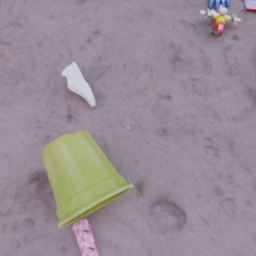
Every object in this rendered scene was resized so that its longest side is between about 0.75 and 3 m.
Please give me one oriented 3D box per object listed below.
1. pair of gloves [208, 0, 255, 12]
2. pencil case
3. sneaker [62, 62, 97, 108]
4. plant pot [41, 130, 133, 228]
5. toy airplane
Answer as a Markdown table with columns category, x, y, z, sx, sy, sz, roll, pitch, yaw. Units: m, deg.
| category | x | y | z | sx | sy | sz | roll | pitch | yaw |
| --- | --- | --- | --- | --- | --- | --- | --- | --- | --- |
| pair of gloves | 4.351 | -5.731 | 11.561 | 2.780 | 0.317 | 2.235 | 4 | 72 | 0 |
| pencil case | -1.299 | 3.408 | 8.475 | 0.539 | 0.516 | 1.246 | -23 | 74 | -4 |
| sneaker | -1.702 | -1.423 | 9.922 | 0.693 | 0.608 | 1.730 | -31 | 91 | -1 |
| plant pot | -1.390 | 1.340 | 8.143 | 2.337 | 2.337 | 2.149 | -28 | 76 | -9 |
| toy airplane | 3.547 | -4.276 | 10.742 | 1.226 | 0.865 | 1.220 | -31 | 73 | -17 |
